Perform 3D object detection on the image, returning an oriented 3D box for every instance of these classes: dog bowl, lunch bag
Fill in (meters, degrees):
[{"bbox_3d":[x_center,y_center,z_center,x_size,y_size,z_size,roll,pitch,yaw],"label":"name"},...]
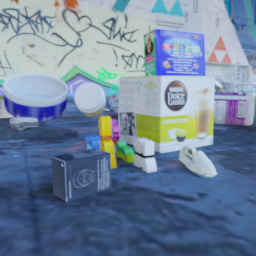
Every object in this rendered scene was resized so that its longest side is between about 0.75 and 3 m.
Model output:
[{"bbox_3d":[-4.278,-1.473,13.037,2.832,1.115,2.832,10,32,-6],"label":"dog bowl"},{"bbox_3d":[0.190,-1.068,14.012,2.210,0.835,1.771,7,-12,33],"label":"lunch bag"}]

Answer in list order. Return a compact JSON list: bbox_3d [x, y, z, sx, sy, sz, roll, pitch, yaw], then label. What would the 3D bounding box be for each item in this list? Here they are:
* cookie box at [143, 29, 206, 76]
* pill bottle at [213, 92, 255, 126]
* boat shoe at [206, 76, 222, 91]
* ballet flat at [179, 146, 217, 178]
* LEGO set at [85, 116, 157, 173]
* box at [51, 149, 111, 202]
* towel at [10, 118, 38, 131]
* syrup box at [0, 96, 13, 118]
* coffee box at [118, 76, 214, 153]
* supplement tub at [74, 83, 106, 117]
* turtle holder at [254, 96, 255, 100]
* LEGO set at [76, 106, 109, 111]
[{"bbox_3d":[1.590,-2.012,9.534,1.973,2.306,0.867,-2,1,-22],"label":"cookie box"},{"bbox_3d":[3.840,-0.811,11.476,2.370,1.331,1.331,4,10,20],"label":"pill bottle"},{"bbox_3d":[3.120,-1.764,11.260,1.765,0.528,0.631,10,31,-39],"label":"boat shoe"},{"bbox_3d":[1.276,0.595,5.388,0.434,0.434,1.211,-2,10,-13],"label":"ballet flat"},{"bbox_3d":[-0.338,0.198,6.017,0.911,0.980,2.389,-5,10,-23],"label":"LEGO set"},{"bbox_3d":[-0.684,0.678,4.173,0.786,0.584,0.421,-7,11,-41],"label":"box"},{"bbox_3d":[-3.863,-0.160,10.397,0.781,0.404,0.944,-6,9,-41],"label":"towel"},{"bbox_3d":[-6.557,-1.023,13.695,2.708,1.103,1.066,-8,13,-39],"label":"syrup box"},{"bbox_3d":[0.992,-0.485,7.615,1.854,1.837,1.857,-6,10,-33],"label":"coffee box"},{"bbox_3d":[-1.807,-1.350,13.454,1.435,1.435,1.988,0,-5,-2],"label":"supplement tub"},{"bbox_3d":[6.013,-0.794,9.663,1.973,1.844,2.597,-4,9,-20],"label":"turtle holder"},{"bbox_3d":[-2.206,-1.002,16.474,1.525,0.501,2.041,3,-2,21],"label":"LEGO set"}]
